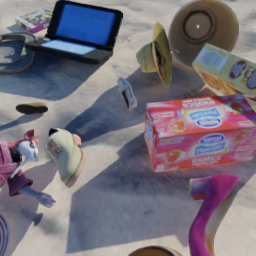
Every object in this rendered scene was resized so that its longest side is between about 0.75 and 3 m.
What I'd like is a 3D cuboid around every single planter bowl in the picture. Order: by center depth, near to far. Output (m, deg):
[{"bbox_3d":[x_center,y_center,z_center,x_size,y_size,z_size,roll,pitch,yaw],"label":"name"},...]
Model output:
[{"bbox_3d":[2.381,-3.255,9.317,2.163,2.163,1.456,3,34,3],"label":"planter bowl"}]

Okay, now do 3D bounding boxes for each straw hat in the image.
[{"bbox_3d":[0.705,-2.165,8.619,0.847,2.000,2.000,-8,43,24],"label":"straw hat"}]

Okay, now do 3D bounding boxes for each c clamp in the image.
[{"bbox_3d":[-4.480,-2.639,9.790,2.436,0.386,2.851,1,47,1],"label":"c clamp"}]

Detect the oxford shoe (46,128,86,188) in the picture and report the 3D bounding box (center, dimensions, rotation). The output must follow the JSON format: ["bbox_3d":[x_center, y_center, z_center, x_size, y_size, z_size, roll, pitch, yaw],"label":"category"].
[{"bbox_3d":[-1.415,0.571,5.929,0.728,0.760,2.058,-56,24,5],"label":"oxford shoe"}]

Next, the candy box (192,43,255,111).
[{"bbox_3d":[3.154,-1.126,7.377,2.713,1.566,0.750,39,97,35],"label":"candy box"}]

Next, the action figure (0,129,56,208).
[{"bbox_3d":[-2.930,1.105,5.629,2.180,1.961,2.928,11,47,39],"label":"action figure"}]

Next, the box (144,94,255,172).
[{"bbox_3d":[1.696,0.095,6.634,2.456,1.172,1.224,-6,43,-6],"label":"box"}]

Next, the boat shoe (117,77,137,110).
[{"bbox_3d":[-0.066,-0.979,7.904,0.300,0.934,0.344,-30,8,-35],"label":"boat shoe"}]

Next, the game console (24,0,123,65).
[{"bbox_3d":[-1.794,-3.327,9.483,2.634,1.533,2.317,14,28,11],"label":"game console"}]

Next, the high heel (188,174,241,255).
[{"bbox_3d":[1.576,1.741,4.901,0.916,0.643,1.910,-10,52,26],"label":"high heel"}]

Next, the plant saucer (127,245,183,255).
[{"bbox_3d":[0.315,2.285,4.241,1.339,0.231,1.339,-16,23,7],"label":"plant saucer"}]

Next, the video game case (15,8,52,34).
[{"bbox_3d":[-3.718,-4.458,11.584,1.411,0.253,1.279,-36,56,-29],"label":"video game case"}]

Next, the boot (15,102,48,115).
[{"bbox_3d":[-2.713,-0.576,7.876,0.846,0.311,0.319,0,31,-22],"label":"boot"}]

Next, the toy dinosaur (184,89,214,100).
[{"bbox_3d":[1.873,-0.744,7.861,1.223,0.356,0.618,-43,104,-28],"label":"toy dinosaur"}]

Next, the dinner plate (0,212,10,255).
[{"bbox_3d":[-3.108,2.284,5.305,1.740,0.211,1.740,0,46,0],"label":"dinner plate"}]
